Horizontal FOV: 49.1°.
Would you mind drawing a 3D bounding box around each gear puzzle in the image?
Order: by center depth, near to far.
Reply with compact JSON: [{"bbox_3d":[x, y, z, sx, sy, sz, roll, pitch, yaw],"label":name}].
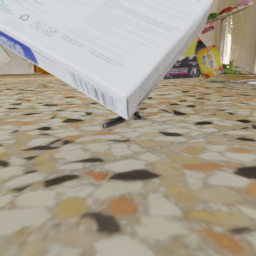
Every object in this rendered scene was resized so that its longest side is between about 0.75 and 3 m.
[{"bbox_3d":[1.781,-2.273,5.663,1.302,0.170,0.674,-19,10,11],"label":"gear puzzle"}]

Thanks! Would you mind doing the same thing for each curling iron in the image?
[{"bbox_3d":[-0.125,-0.283,8.799,0.487,0.251,1.964,11,17,36],"label":"curling iron"}]

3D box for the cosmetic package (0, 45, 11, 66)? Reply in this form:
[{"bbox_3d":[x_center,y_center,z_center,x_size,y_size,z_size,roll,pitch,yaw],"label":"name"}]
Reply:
[{"bbox_3d":[-3.513,-2.033,6.833,0.625,1.187,0.422,-39,35,-5],"label":"cosmetic package"}]

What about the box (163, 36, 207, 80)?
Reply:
[{"bbox_3d":[1.842,-3.053,11.045,1.528,1.327,2.313,-6,42,-10],"label":"box"}]

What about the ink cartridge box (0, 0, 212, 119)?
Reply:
[{"bbox_3d":[-0.332,-1.982,4.644,2.980,0.606,2.986,32,67,18],"label":"ink cartridge box"}]

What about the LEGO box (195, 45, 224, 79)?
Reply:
[{"bbox_3d":[2.449,-1.984,8.437,0.619,0.831,0.321,-18,-18,22],"label":"LEGO box"}]

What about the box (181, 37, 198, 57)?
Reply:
[{"bbox_3d":[0.922,-2.370,7.443,0.773,0.515,2.054,1,25,-26],"label":"box"}]

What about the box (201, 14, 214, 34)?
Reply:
[{"bbox_3d":[3.033,-4.072,10.973,0.511,0.534,1.071,-22,4,21],"label":"box"}]
